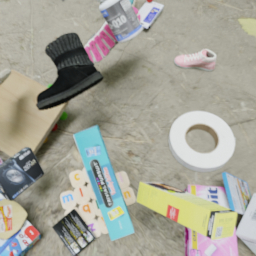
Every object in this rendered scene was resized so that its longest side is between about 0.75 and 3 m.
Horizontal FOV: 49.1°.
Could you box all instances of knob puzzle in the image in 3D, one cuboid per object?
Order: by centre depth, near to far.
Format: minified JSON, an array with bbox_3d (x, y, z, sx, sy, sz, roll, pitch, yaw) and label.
[{"bbox_3d":[-3.656,2.714,8.335,1.340,0.186,1.340,8,56,-12],"label":"knob puzzle"}]

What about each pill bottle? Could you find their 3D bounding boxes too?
[{"bbox_3d":[-0.303,-3.491,8.478,0.917,1.612,0.917,-26,27,15],"label":"pill bottle"}]

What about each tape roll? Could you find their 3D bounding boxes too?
[{"bbox_3d":[2.740,0.475,10.509,2.425,0.443,2.425,0,60,-1],"label":"tape roll"}]

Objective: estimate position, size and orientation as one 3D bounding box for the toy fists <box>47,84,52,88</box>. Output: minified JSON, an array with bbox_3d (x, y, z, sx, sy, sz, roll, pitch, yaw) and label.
[{"bbox_3d":[-2.762,-1.557,11.642,1.581,0.544,0.806,-24,70,-15],"label":"toy fists"}]

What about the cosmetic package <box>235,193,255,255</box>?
[{"bbox_3d":[4.281,3.059,8.369,1.524,0.937,1.519,46,64,-18],"label":"cosmetic package"}]

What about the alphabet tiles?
[{"bbox_3d":[-1.018,2.395,9.505,2.397,0.175,2.344,-19,69,-10],"label":"alphabet tiles"}]

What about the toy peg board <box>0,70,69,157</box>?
[{"bbox_3d":[-3.882,-0.308,10.679,2.746,1.343,2.735,28,79,16],"label":"toy peg board"}]

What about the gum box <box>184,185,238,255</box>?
[{"bbox_3d":[2.540,3.013,8.831,1.407,0.820,2.479,5,60,3],"label":"gum box"}]

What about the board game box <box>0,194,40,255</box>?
[{"bbox_3d":[-4.358,3.285,8.297,2.442,0.682,2.391,40,56,10],"label":"board game box"}]

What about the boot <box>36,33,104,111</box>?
[{"bbox_3d":[-1.985,-1.625,8.043,2.249,0.846,1.681,-35,92,-29],"label":"boot"}]

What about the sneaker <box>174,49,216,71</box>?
[{"bbox_3d":[2.971,-3.074,12.273,1.809,0.946,0.681,11,63,7],"label":"sneaker"}]

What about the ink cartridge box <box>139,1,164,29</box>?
[{"bbox_3d":[0.961,-5.622,14.068,0.938,0.367,1.980,25,61,13],"label":"ink cartridge box"}]

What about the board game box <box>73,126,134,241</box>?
[{"bbox_3d":[-0.584,1.141,6.617,0.553,1.779,2.357,-19,93,-5],"label":"board game box"}]

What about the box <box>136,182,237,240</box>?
[{"bbox_3d":[1.147,1.676,5.983,2.106,0.793,0.528,12,91,50],"label":"box"}]

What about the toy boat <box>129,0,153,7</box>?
[{"bbox_3d":[0.134,-6.645,14.067,2.261,1.051,1.901,-11,56,8],"label":"toy boat"}]

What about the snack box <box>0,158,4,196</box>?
[{"bbox_3d":[-4.627,1.788,9.810,0.917,0.342,1.289,-30,66,-15],"label":"snack box"}]

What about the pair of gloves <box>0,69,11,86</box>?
[{"bbox_3d":[-4.710,-0.556,8.276,2.739,2.329,0.480,-38,106,16],"label":"pair of gloves"}]

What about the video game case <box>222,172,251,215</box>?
[{"bbox_3d":[3.596,2.185,9.031,0.149,1.678,1.201,-28,52,35],"label":"video game case"}]

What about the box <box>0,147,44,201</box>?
[{"bbox_3d":[-3.159,1.308,8.090,0.275,1.012,1.263,2,31,39],"label":"box"}]

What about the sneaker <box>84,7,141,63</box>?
[{"bbox_3d":[-0.707,-3.463,10.485,2.741,1.199,1.011,-47,111,-7],"label":"sneaker"}]

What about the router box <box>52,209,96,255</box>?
[{"bbox_3d":[-1.700,3.295,8.831,0.875,0.299,1.173,-38,75,-12],"label":"router box"}]
